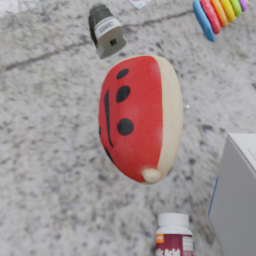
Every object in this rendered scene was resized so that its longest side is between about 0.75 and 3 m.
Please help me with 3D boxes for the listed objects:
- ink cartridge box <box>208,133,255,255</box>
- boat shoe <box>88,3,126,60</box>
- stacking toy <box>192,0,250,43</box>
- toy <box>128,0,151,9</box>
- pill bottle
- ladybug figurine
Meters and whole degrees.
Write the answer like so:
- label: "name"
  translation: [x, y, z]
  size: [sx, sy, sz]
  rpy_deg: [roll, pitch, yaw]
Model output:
- label: "ink cartridge box"
  translation: [2.858, 1.323, 4.239]
  size: [2.563, 1.887, 1.854]
  rpy_deg: [2, 27, -2]
- label: "boat shoe"
  translation: [-0.422, -1.846, 5.457]
  size: [0.644, 1.822, 0.580]
  rpy_deg: [-29, 90, -4]
- label: "stacking toy"
  translation: [2.232, -2.643, 6.003]
  size: [1.533, 0.889, 0.841]
  rpy_deg: [-26, 72, 21]
- label: "toy"
  translation: [0.187, -5.189, 10.431]
  size: [0.900, 0.369, 1.563]
  rpy_deg: [-41, 71, -17]
- label: "pill bottle"
  translation: [1.046, 2.761, 6.375]
  size: [0.852, 0.852, 1.493]
  rpy_deg: [2, 64, 1]
- label: "ladybug figurine"
  translation: [0.087, -0.250, 4.543]
  size: [0.931, 1.756, 2.587]
  rpy_deg: [14, 38, -21]
